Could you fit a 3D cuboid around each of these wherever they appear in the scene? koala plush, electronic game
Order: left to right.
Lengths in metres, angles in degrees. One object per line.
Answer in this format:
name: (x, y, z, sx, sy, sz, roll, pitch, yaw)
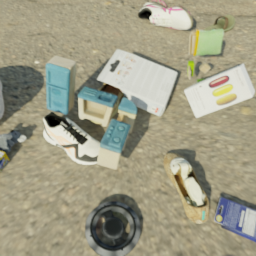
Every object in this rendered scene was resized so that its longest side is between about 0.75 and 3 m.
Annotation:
koala plush: (-3.569, 0.347, 8.464, 0.690, 0.716, 0.779, 13, 26, 27)
electronic game: (-0.364, 2.409, 6.713, 1.338, 0.278, 1.338, 3, 53, -3)

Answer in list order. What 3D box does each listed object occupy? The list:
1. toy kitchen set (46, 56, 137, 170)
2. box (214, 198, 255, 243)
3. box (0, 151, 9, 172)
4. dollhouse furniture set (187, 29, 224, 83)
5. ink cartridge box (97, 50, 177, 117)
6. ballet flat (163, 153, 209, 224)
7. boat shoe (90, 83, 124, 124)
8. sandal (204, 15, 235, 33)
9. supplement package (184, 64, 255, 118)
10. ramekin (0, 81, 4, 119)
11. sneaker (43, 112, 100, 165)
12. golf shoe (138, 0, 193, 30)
toy kitchen set: (-1.237, -0.468, 7.761, 2.798, 1.648, 2.241, 16, 40, 5)
box: (2.785, 2.270, 6.896, 1.234, 0.200, 0.748, 21, 51, 16)
box: (-4.171, 0.812, 8.075, 1.338, 0.430, 0.469, 15, 49, 14)
dollhouse furniture set: (2.408, -2.006, 8.818, 1.009, 2.018, 0.779, 0, 42, 7)
ink cartridge box: (0.350, -1.635, 9.891, 2.440, 0.612, 1.979, 21, 51, 5)
ballet flat: (1.557, 1.368, 7.368, 0.782, 0.724, 2.217, -13, 49, -13)
boat shoe: (-0.643, -1.210, 9.630, 0.927, 0.793, 2.529, 16, 53, 12)
sandal: (4.374, -4.872, 13.146, 0.818, 0.588, 2.059, 36, 57, 28)
supplement package: (2.641, -1.066, 8.099, 1.650, 0.939, 0.904, -23, 4, 33)
ramekin: (-5.282, -0.730, 8.903, 2.672, 1.244, 2.672, 1, 46, -1)
sneaker: (-1.655, 0.302, 8.228, 2.306, 0.922, 0.850, 24, 51, 19)
golf shoe: (1.734, -5.120, 13.170, 1.347, 1.062, 2.925, -39, 51, -16)
